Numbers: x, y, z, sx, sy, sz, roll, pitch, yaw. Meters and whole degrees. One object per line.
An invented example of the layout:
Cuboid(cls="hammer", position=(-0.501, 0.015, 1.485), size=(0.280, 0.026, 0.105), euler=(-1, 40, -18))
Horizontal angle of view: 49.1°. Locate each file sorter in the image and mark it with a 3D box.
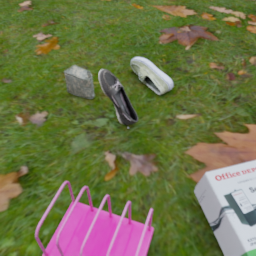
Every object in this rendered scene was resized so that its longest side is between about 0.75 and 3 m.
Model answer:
Cuboid(cls="file sorter", position=(-0.778, 2.681, 7.191), size=(2.573, 1.614, 1.788), euler=(14, 47, 14))

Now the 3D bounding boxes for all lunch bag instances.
Cuboid(cls="lunch bag", position=(-2.002, -1.943, 12.133), size=(1.348, 1.106, 0.793), euler=(25, 49, 23))

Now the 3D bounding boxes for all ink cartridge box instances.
Cuboid(cls="ink cartridge box", position=(3.344, 2.411, 7.460), size=(2.076, 1.176, 2.832), euler=(-11, 53, -15))

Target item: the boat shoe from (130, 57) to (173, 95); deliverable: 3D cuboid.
Cuboid(cls="boat shoe", position=(0.906, -2.409, 12.773), size=(0.790, 0.917, 2.547), euler=(-35, 57, -25))

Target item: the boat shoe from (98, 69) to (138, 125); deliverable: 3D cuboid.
Cuboid(cls="boat shoe", position=(-0.290, -1.149, 10.461), size=(0.682, 2.394, 0.800), euler=(0, 37, 39))
